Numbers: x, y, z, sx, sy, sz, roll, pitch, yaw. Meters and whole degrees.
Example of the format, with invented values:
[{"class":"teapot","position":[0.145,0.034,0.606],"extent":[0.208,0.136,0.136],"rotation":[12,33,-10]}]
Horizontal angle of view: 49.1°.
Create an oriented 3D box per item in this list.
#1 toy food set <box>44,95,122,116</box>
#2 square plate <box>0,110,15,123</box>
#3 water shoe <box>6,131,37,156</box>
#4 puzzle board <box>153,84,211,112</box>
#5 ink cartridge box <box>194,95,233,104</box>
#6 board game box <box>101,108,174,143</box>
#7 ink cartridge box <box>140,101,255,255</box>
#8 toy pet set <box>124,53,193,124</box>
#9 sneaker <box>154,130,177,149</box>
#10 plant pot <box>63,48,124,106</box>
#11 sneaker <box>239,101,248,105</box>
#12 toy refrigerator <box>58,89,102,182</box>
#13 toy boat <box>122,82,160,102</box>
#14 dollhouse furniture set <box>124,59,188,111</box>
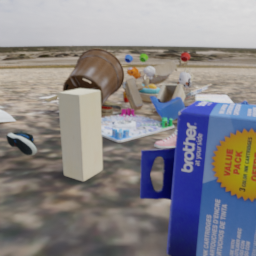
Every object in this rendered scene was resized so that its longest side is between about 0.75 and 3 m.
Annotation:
[{"class":"toy food set","position":[-1.862,-0.836,11.768],"extent":[2.938,0.463,1.868],"rotation":[11,19,10]},{"class":"square plate","position":[-6.126,-0.678,10.168],"extent":[2.906,0.417,2.933],"rotation":[18,14,39]},{"class":"water shoe","position":[-2.420,0.288,6.605],"extent":[1.184,0.423,0.467],"rotation":[17,35,39]},{"class":"puzzle board","position":[2.386,-1.292,12.041],"extent":[1.868,0.216,2.479],"rotation":[-25,0,37]},{"class":"ink cartridge box","position":[3.283,-0.848,11.056],"extent":[1.332,0.766,2.275],"rotation":[3,15,11]},{"class":"board game box","position":[-0.120,-0.195,9.667],"extent":[2.480,0.321,2.480],"rotation":[-14,21,-38]},{"class":"ink cartridge box","position":[1.613,0.752,3.477],"extent":[2.898,1.977,1.106],"rotation":[7,14,25]},{"class":"toy pet set","position":[1.045,-1.307,9.667],"extent":[2.369,2.212,1.258],"rotation":[6,57,32]},{"class":"sneaker","position":[1.199,0.281,7.558],"extent":[1.025,0.536,0.386],"rotation":[-1,7,-12]},{"class":"plant pot","position":[-1.406,-1.732,10.948],"extent":[2.105,2.105,2.084],"rotation":[4,35,13]},{"class":"sneaker","position":[3.397,-0.363,8.785],"extent":[2.642,1.036,0.995],"rotation":[12,12,31]},{"class":"toy refrigerator","position":[-1.007,0.123,5.931],"extent":[0.633,1.810,0.687],"rotation":[9,19,30]},{"class":"toy boat","position":[0.687,-1.854,14.086],"extent":[2.126,0.988,1.787],"rotation":[-7,19,-28]},{"class":"dollhouse furniture set","position":[1.215,-1.653,11.516],"extent":[2.428,1.186,2.071],"rotation":[-18,-7,-7]}]
